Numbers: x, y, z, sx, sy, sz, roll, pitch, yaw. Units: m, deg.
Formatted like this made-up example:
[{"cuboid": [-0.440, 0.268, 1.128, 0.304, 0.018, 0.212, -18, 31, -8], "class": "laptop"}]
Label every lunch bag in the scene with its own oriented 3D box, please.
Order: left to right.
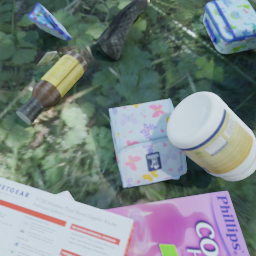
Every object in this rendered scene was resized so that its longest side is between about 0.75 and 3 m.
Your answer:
[{"cuboid": [-2.309, -3.098, 8.562, 1.187, 0.893, 0.558, 41, 94, 13], "class": "lunch bag"}, {"cuboid": [0.459, 0.381, 6.673, 1.572, 1.179, 1.854, -9, 71, -5], "class": "lunch bag"}, {"cuboid": [3.320, -3.297, 8.957, 1.538, 0.789, 1.913, -10, 60, -2], "class": "lunch bag"}]

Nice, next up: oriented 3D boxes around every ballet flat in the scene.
[{"cuboid": [-0.069, -3.333, 9.101, 0.812, 0.950, 2.859, 43, 63, -24], "class": "ballet flat"}]

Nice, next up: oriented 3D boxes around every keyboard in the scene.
[{"cuboid": [-2.219, -1.886, 7.629, 0.286, 1.017, 0.054, -16, 92, -32], "class": "keyboard"}]

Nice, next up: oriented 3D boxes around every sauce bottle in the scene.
[{"cuboid": [-2.091, -1.132, 7.724, 0.765, 0.765, 2.364, 29, 63, 15], "class": "sauce bottle"}]

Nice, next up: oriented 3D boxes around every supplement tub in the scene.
[{"cuboid": [1.799, 0.230, 5.793, 1.770, 1.278, 1.278, 37, 58, -27], "class": "supplement tub"}]

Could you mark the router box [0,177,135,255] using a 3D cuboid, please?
[{"cuboid": [-1.446, 2.266, 4.437, 2.602, 0.636, 2.336, 15, 63, 11], "class": "router box"}]

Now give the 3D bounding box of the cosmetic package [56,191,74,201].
[{"cuboid": [-2.123, 2.201, 5.607, 2.368, 1.201, 0.844, -19, 64, -10], "class": "cosmetic package"}]

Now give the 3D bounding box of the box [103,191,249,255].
[{"cuboid": [0.772, 2.710, 5.243, 2.737, 1.323, 2.408, -7, 61, -4], "class": "box"}]
